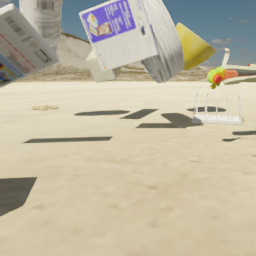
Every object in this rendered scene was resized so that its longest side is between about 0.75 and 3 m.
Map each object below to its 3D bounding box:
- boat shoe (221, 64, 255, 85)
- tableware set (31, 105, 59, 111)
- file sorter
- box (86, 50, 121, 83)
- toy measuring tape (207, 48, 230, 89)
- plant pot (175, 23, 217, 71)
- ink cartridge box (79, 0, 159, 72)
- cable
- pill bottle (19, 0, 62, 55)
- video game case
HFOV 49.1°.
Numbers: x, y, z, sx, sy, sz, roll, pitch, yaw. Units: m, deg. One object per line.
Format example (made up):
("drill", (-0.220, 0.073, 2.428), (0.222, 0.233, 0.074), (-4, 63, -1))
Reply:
("boat shoe", (2.768, -1.267, 6.406), (1.336, 0.418, 0.475), (-7, -11, -8))
("tableware set", (-3.837, -0.932, 12.910), (0.941, 0.131, 1.127), (10, 15, 38))
("file sorter", (3.079, -0.710, 9.687), (1.574, 0.980, 1.092), (4, 13, 17))
("box", (-0.604, -2.514, 9.407), (0.761, 0.914, 2.225), (-5, 39, 21))
("toy measuring tape", (1.747, -1.144, 5.498), (0.304, 0.828, 0.304), (7, 30, -4))
("plant pot", (2.207, -2.882, 10.411), (1.717, 1.219, 1.717), (31, 22, -14))
("ink cartridge box", (-0.181, -2.199, 6.543), (1.483, 1.469, 0.322), (-13, 27, 17))
("cable", (0.577, -2.516, 7.803), (0.910, 2.629, 2.630), (-32, 1, 0))
("pill bottle", (-2.697, -3.268, 8.666), (1.208, 2.131, 1.208), (9, 39, -7))
("video game case", (-2.496, -1.349, 5.247), (1.914, 0.172, 1.370), (-20, -32, 12))
